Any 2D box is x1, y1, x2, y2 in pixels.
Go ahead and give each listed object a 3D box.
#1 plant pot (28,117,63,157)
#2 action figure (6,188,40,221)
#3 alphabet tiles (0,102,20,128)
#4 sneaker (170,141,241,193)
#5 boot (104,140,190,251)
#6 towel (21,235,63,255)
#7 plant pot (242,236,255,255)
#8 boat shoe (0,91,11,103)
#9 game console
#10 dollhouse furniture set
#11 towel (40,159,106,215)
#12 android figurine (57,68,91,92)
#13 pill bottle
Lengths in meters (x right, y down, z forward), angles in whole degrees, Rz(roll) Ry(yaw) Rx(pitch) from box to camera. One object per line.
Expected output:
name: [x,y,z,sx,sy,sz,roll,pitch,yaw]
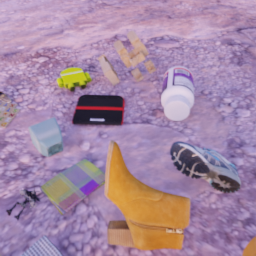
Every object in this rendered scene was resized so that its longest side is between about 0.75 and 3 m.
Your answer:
plant pot: [-2.810,0.435,9.972,0.997,0.995,1.016,-24,57,-25]
action figure: [-2.998,2.154,8.238,0.658,0.565,1.106,40,46,-5]
alphabet tiles: [-5.480,-0.501,11.647,1.536,0.058,1.846,8,42,9]
sneaker: [2.410,1.098,8.895,2.460,0.955,1.062,32,40,-7]
boot: [0.508,1.740,7.201,2.141,2.990,1.052,-1,13,2]
towel: [-2.058,3.436,6.836,1.307,0.559,1.082,31,53,30]
plant pot: [3.572,3.498,5.287,2.980,2.980,2.728,0,27,0]
boat shoe: [-5.574,-1.403,12.496,0.922,0.275,0.331,28,50,28]
game console: [-1.208,-0.746,11.792,2.078,0.322,1.838,1,46,2]
dollhouse furniture set: [-0.156,-3.265,13.387,2.225,2.044,1.448,-32,45,9]
towel: [-1.718,1.802,8.957,1.348,0.214,1.878,32,50,32]
android figurine: [-2.631,-2.381,13.535,1.606,0.362,1.765,-16,45,-17]
pill bottle: [2.072,-1.427,11.721,1.340,1.340,2.404,6,42,7]
